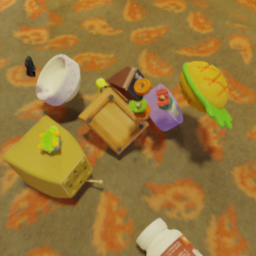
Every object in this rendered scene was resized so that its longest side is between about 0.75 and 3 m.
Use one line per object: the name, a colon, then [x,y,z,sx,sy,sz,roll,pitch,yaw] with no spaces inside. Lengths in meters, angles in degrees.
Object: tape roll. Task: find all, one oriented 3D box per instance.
tape roll: [1.378,-0.786,10.965,0.733,1.724,1.724,-30,52,25]

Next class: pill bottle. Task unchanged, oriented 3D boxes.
pill bottle: [1.411,3.907,8.125,1.363,1.363,2.430,-35,63,-22]

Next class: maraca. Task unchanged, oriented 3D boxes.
maraca: [2.622,-1.113,9.291,1.820,1.420,2.654,5,54,-44]

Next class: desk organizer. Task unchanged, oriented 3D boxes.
desk organizer: [0.131,-1.637,10.961,0.943,2.450,0.878,26,88,22]

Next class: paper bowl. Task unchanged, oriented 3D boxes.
paper bowl: [-2.696,-1.832,11.256,2.010,1.045,2.010,-20,58,36]

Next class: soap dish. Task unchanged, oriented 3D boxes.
soap dish: [-0.506,-0.240,10.455,1.699,0.877,2.159,-45,103,4]

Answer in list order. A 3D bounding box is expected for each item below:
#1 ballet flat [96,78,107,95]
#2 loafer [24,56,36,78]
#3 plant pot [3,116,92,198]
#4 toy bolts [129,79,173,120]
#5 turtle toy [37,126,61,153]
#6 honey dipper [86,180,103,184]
ballet flat: [-0.942,-1.409,11.288,0.492,1.473,0.494,-32,62,-6]
loafer: [-3.568,-2.238,10.310,0.371,1.056,0.358,20,60,-4]
plant pot: [-2.409,1.212,9.409,2.036,1.977,1.990,27,62,25]
toy bolts: [0.843,-0.920,9.388,1.360,0.943,1.299,-3,69,21]
turtle toy: [-2.348,0.343,8.586,0.678,0.470,0.930,-10,62,15]
honey dipper: [-1.439,1.842,9.856,1.261,0.240,0.240,0,52,25]
